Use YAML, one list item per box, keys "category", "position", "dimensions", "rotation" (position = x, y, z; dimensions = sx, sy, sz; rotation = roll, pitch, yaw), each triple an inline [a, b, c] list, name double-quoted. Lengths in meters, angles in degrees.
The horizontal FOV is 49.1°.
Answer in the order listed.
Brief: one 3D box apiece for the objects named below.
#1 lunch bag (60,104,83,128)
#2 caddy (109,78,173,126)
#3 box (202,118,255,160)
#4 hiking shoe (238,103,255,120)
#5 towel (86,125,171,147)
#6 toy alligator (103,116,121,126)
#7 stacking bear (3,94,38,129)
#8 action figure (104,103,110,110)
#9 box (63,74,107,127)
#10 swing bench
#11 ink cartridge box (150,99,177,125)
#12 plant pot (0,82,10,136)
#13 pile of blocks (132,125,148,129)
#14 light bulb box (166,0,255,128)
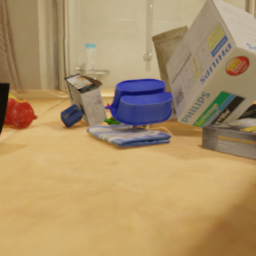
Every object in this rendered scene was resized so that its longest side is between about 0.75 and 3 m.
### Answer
- category: "lunch bag"
  position: [-1.970, -0.445, 9.861]
  dimensions: [0.796, 0.541, 0.527]
  rotation: [-37, -10, -22]
- category: "caddy"
  position: [0.417, -0.712, 8.483]
  dimensions: [1.955, 1.026, 1.382]
  rotation: [-7, 45, -14]
- category: "box"
  position: [3.362, 0.218, 7.054]
  dimensions: [2.436, 0.589, 1.929]
  rotation: [-8, 13, -40]
- category: "hiking shoe"
  position: [3.808, -0.628, 10.397]
  dimensions: [0.841, 1.118, 2.222]
  rotation: [-9, 13, -43]
- category: "towel"
  position: [-0.060, 0.173, 8.138]
  dimensions: [1.690, 0.274, 2.301]
  rotation: [-4, 10, -29]
- category: "toy alligator"
  position: [-0.356, -0.296, 10.577]
  dimensions: [1.456, 0.395, 0.432]
  rotation: [-21, -22, -53]
- category: "stacking bear"
  position: [-4.455, -0.679, 10.215]
  dimensions: [2.453, 1.395, 1.490]
  rotation: [17, 12, 27]
- category: "action figure"
  position: [-1.206, -1.103, 15.102]
  dimensions: [1.888, 0.488, 0.618]
  rotation: [-3, 3, -41]
- category: "box"
  position: [-1.700, -1.126, 10.852]
  dimensions: [0.721, 1.399, 2.399]
  rotation: [-23, 32, -18]
- category: "swing bench"
  position: [2.109, -2.749, 12.116]
  dimensions: [1.714, 2.628, 2.642]
  rotation: [-9, 10, 21]
- category: "ink cartridge box"
  position: [2.049, -0.892, 11.400]
  dimensions: [2.833, 0.666, 2.799]
  rotation: [-13, 8, -1]
- category: "plant pot"
  position: [-3.678, -0.075, 5.587]
  dimensions: [1.901, 1.686, 1.896]
  rotation: [2, 10, 15]
- category: "pile of blocks"
  position: [0.333, -0.104, 8.702]
  dimensions: [0.410, 0.310, 0.998]
  rotation: [44, -24, -24]
- category: "light bulb box"
  position: [2.662, -1.839, 8.444]
  dimensions: [1.753, 2.785, 2.810]
  rotation: [14, 46, -18]
